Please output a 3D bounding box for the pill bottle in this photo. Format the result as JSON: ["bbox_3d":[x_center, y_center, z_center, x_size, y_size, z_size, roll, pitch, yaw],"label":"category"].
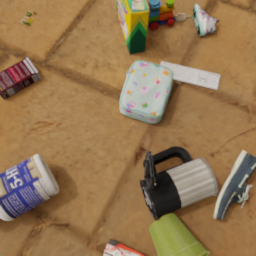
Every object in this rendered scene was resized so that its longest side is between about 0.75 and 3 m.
[{"bbox_3d":[-3.781,2.144,9.319,2.569,1.537,1.537,-30,70,-13],"label":"pill bottle"}]

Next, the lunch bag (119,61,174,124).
[{"bbox_3d":[0.701,-1.483,11.233,1.927,0.926,2.403,15,68,8],"label":"lunch bag"}]

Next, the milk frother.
[{"bbox_3d":[1.566,1.587,9.008,2.256,2.399,2.165,-20,80,-9],"label":"milk frother"}]

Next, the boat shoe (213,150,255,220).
[{"bbox_3d":[3.791,2.042,9.687,0.854,1.035,2.763,26,59,23],"label":"boat shoe"}]

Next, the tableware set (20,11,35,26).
[{"bbox_3d":[-4.728,-5.237,13.318,0.583,0.133,0.866,26,68,11],"label":"tableware set"}]

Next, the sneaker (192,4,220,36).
[{"bbox_3d":[3.682,-5.032,13.007,1.144,0.636,1.635,-7,76,-5],"label":"sneaker"}]

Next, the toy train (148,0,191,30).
[{"bbox_3d":[1.906,-5.402,12.746,2.254,1.304,0.954,-13,68,-6],"label":"toy train"}]

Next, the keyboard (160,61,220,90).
[{"bbox_3d":[2.592,-2.253,12.009,2.591,0.138,0.729,15,67,7],"label":"keyboard"}]

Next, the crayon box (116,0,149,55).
[{"bbox_3d":[0.102,-5.048,11.979,0.816,2.415,2.799,-12,67,-5],"label":"crayon box"}]

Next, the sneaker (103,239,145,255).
[{"bbox_3d":[-0.025,4.304,8.918,1.661,0.555,0.890,21,69,13],"label":"sneaker"}]

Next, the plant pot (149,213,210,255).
[{"bbox_3d":[1.432,3.612,8.800,1.634,1.634,1.551,-26,57,-11],"label":"plant pot"}]

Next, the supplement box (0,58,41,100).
[{"bbox_3d":[-4.693,-2.067,11.701,1.775,0.540,0.966,-33,71,-14],"label":"supplement box"}]
